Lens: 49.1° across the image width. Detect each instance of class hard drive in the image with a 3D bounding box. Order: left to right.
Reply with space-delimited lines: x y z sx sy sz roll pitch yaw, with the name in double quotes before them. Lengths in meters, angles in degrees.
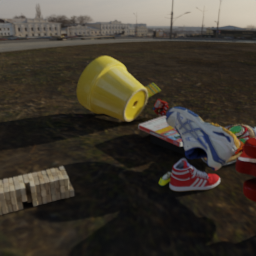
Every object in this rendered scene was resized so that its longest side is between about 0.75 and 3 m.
"hard drive" 2.257 0.268 11.162 1.646 0.388 2.359 20 30 38

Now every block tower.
"block tower" -2.746 1.690 7.468 2.455 0.710 0.663 -9 25 -23

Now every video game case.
"video game case" 1.675 0.080 10.851 1.547 0.189 2.164 -19 29 -36

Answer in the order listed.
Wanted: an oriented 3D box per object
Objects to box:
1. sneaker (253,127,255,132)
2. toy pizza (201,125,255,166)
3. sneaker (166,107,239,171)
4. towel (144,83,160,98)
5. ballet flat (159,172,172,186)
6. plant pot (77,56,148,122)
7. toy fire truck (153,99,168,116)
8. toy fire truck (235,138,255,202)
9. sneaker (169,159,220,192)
"sneaker" 4.687 0.576 10.212 1.766 0.713 1.020 -13 37 -33
"toy pizza" 3.311 0.495 9.469 1.964 0.311 1.964 -30 24 15
"sneaker" 2.045 0.283 9.096 1.286 1.098 2.917 -51 40 -4
"towel" 0.878 -1.832 14.946 1.644 0.148 0.707 -30 60 -17
"ballet flat" 1.190 1.488 8.446 0.262 0.263 0.784 19 28 34
"plant pot" -0.562 -1.581 12.811 2.476 2.631 2.631 33 36 25
"toy fire truck" 1.516 -0.951 13.268 0.636 0.758 0.425 19 32 -10
"toy fire truck" 4.114 0.882 7.069 2.591 1.453 2.176 4 17 33
"sneaker" 1.962 1.318 8.082 1.545 0.869 0.550 -5 23 -12
